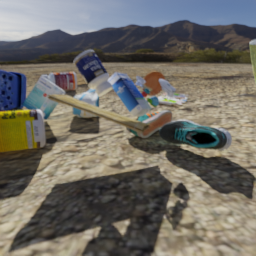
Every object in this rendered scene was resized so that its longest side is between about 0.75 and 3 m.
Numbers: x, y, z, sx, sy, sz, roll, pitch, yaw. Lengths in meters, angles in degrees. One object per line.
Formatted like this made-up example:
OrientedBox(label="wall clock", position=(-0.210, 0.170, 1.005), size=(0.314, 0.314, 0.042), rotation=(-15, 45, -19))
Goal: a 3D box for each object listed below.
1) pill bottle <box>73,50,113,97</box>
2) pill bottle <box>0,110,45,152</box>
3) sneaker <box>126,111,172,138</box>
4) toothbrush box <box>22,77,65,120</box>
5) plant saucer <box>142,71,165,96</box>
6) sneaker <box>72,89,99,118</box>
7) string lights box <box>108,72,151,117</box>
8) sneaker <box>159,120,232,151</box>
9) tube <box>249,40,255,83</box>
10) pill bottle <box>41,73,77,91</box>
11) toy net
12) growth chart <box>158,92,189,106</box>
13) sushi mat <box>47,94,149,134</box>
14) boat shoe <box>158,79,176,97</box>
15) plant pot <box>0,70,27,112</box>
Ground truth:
OrientedBox(label="pill bottle", position=(-0.973, -1.556, 8.079), size=(0.685, 1.233, 0.685), rotation=(-33, 0, 0))
OrientedBox(label="pill bottle", position=(-3.554, 0.106, 8.142), size=(2.126, 1.161, 1.161), rotation=(-6, 18, -20))
OrientedBox(label="sneaker", position=(0.789, -0.249, 10.046), size=(0.838, 0.748, 2.097), rotation=(19, 26, 36))
OrientedBox(label="toothbrush box", position=(-3.371, -1.176, 11.246), size=(1.028, 1.405, 0.599), rotation=(34, -1, 1))
OrientedBox(label="plant saucer", position=(1.160, -2.096, 13.139), size=(1.205, 1.205, 0.226), rotation=(-7, 31, -21))
OrientedBox(label="sneaker", position=(-1.884, -1.211, 12.711), size=(1.159, 1.098, 2.870), rotation=(-1, 15, -4))
OrientedBox(label="string lights box", position=(0.050, -1.027, 8.599), size=(0.418, 1.419, 0.729), rotation=(-41, -13, 25))
OrientedBox(label="sneaker", position=(1.798, 0.186, 8.004), size=(2.116, 0.821, 0.965), rotation=(6, 2, 30))
OrientedBox(label="tube", position=(4.223, -1.958, 9.048), size=(0.449, 1.730, 0.502), rotation=(15, 47, 44))
OrientedBox(label="pill bottle", position=(-4.601, -3.067, 18.690), size=(2.174, 1.191, 1.191), rotation=(-7, 18, -22))
OrientedBox(label="toy net", position=(0.503, -1.155, 8.826), size=(0.636, 0.234, 1.212), rotation=(-10, 56, -43))
OrientedBox(label="growth chart", position=(2.356, -1.619, 15.572), size=(1.934, 0.237, 2.673), rotation=(10, 20, 26))
OrientedBox(label="sushi mat", position=(-0.812, -0.458, 8.166), size=(2.905, 0.176, 1.390), rotation=(20, 10, 12))
OrientedBox(label="boat shoe", position=(1.597, -1.717, 11.987), size=(0.431, 0.383, 1.171), rotation=(5, 32, -26))
OrientedBox(label="plant pot", position=(-6.032, -1.848, 13.495), size=(1.766, 1.964, 1.964), rotation=(-6, 16, -45))
